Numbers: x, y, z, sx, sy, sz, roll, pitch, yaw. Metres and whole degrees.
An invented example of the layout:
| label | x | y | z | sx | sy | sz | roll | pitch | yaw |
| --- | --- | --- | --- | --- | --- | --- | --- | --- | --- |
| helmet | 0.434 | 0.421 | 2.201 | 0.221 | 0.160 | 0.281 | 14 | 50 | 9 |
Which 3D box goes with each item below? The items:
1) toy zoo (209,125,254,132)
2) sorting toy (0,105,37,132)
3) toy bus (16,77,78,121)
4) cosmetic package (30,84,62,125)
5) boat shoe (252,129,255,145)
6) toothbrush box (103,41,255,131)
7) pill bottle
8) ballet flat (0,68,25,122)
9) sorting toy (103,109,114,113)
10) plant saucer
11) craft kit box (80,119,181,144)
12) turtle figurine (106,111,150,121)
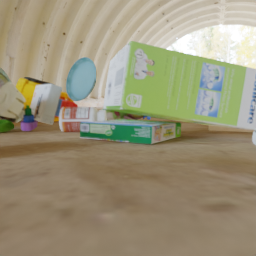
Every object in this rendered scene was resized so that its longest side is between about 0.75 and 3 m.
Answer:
| label | x | y | z | sx | sy | sz | roll | pitch | yaw |
| --- | --- | --- | --- | --- | --- | --- | --- | --- | --- |
| toy zoo | 3.373 | -0.122 | 7.159 | 1.726 | 0.269 | 2.630 | 3 | 6 | 36 |
| sorting toy | -3.027 | -0.280 | 6.159 | 1.938 | 0.667 | 0.672 | -1 | 16 | -9 |
| toy bus | -2.747 | -0.873 | 10.243 | 2.111 | 1.492 | 2.199 | 15 | 6 | 14 |
| cosmetic package | -2.523 | -0.722 | 8.375 | 0.378 | 1.103 | 1.463 | 19 | -6 | -34 |
| boat shoe | 2.656 | -0.022 | 3.525 | 1.995 | 0.565 | 0.685 | 0 | 13 | 23 |
| toothbrush box | 0.920 | -0.652 | 5.111 | 2.455 | 1.057 | 1.787 | 7 | 3 | -14 |
| pill bottle | -0.994 | -0.189 | 6.267 | 0.991 | 0.556 | 0.556 | 0 | 5 | 1 |
| ballet flat | -2.783 | -0.602 | 6.249 | 1.048 | 1.018 | 2.946 | 37 | -11 | -6 |
| sorting toy | -2.000 | -0.752 | 13.665 | 2.203 | 0.439 | 2.980 | 3 | 6 | 35 |
| plant saucer | -1.248 | -1.303 | 7.599 | 1.215 | 1.215 | 0.166 | 4 | -6 | 43 |
| craft kit box | 0.084 | 0.029 | 5.081 | 1.382 | 0.335 | 1.365 | 4 | 8 | 29 |
| turtle figurine | 0.006 | -0.739 | 8.611 | 1.389 | 1.433 | 1.031 | -21 | 15 | 32 |
